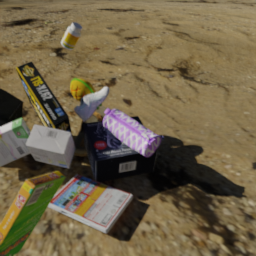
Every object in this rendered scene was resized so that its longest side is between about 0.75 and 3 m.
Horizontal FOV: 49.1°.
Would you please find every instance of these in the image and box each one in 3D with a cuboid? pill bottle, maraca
[{"bbox_3d":[-1.687,-2.766,8.423,0.427,0.757,0.427,25,38,-21],"label":"pill bottle"},{"bbox_3d":[-1.600,-1.280,10.645,1.463,1.003,0.783,43,60,-6],"label":"maraca"}]

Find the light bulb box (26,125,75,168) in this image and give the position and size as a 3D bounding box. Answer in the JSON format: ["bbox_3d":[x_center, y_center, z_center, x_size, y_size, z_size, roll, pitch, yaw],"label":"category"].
[{"bbox_3d":[-2.361,0.606,8.730,1.194,1.205,0.752,13,62,3],"label":"light bulb box"}]

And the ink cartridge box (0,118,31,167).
[{"bbox_3d":[-3.906,0.496,9.160,1.478,1.070,0.621,-24,31,-5],"label":"ink cartridge box"}]

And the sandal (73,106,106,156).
[{"bbox_3d":[-1.474,-0.086,11.180,1.159,0.779,2.886,7,41,14],"label":"sandal"}]

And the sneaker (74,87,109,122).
[{"bbox_3d":[-1.240,-0.970,9.805,0.652,0.572,1.627,42,60,-7],"label":"sneaker"}]

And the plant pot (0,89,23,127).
[{"bbox_3d":[-5.234,-0.246,10.502,2.050,2.305,2.311,12,30,-8],"label":"plant pot"}]

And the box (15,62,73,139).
[{"bbox_3d":[-2.870,-0.673,9.824,0.657,2.127,2.663,-29,68,-21],"label":"box"}]

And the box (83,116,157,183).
[{"bbox_3d":[-0.348,0.672,9.672,2.088,1.087,1.901,-9,40,-17],"label":"box"}]

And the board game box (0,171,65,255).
[{"bbox_3d":[-2.154,1.892,5.714,0.329,2.197,1.050,33,11,16],"label":"board game box"}]

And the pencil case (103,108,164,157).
[{"bbox_3d":[0.096,0.137,8.817,1.980,0.846,0.831,32,80,28],"label":"pencil case"}]

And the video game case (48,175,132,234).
[{"bbox_3d":[-1.102,2.126,8.179,2.049,0.179,1.465,15,34,25],"label":"video game case"}]
